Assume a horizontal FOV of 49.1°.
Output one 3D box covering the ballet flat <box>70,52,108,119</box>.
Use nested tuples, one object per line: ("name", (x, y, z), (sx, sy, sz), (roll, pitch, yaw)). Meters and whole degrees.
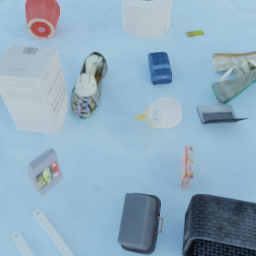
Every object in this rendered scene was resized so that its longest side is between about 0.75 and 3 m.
("ballet flat", (-1.340, -1.606, 9.398), (1.020, 1.020, 2.837), (6, 50, 5))

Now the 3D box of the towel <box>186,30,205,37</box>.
("towel", (2.897, -4.046, 12.044), (0.750, 0.068, 0.323), (-10, 56, -10))

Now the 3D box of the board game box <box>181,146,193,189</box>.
("board game box", (1.556, 1.039, 7.351), (0.210, 0.686, 0.906), (6, 49, 5))

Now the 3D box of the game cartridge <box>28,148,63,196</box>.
("game cartridge", (-1.955, 1.085, 6.613), (0.232, 1.136, 0.756), (33, 54, 29))

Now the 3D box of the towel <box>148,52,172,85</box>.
("towel", (1.145, -2.177, 10.105), (0.760, 0.330, 1.360), (-6, 60, 2))

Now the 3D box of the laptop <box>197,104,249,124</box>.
("laptop", (2.868, -0.491, 8.627), (1.138, 0.704, 1.215), (-3, 50, -3))

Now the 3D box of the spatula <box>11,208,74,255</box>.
("spatula", (-1.858, 3.137, 5.897), (1.934, 0.223, 2.782), (-37, 59, -26))

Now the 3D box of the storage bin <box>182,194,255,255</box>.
("storage bin", (2.259, 2.251, 5.867), (2.059, 1.392, 0.966), (10, 51, 8))

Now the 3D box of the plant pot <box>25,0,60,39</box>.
("plant pot", (-3.588, -4.532, 11.655), (1.484, 1.484, 1.313), (-4, 61, -3))

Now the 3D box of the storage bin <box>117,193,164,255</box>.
("storage bin", (0.261, 2.040, 6.097), (0.957, 0.883, 1.315), (5, 69, 15))

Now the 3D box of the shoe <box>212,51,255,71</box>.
("shoe", (4.289, -2.445, 10.375), (2.432, 0.850, 0.649), (-2, 93, -5))

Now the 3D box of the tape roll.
("tape roll", (0.774, -4.966, 11.910), (2.087, 1.433, 2.087), (0, 49, 0))

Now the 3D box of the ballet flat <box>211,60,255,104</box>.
("ballet flat", (4.001, -1.796, 9.450), (2.924, 0.985, 0.931), (-30, 85, -21))

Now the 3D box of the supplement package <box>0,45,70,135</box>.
("supplement package", (-2.652, -1.036, 8.083), (1.346, 2.220, 1.329), (7, 50, 6))

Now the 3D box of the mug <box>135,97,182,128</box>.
("mug", (0.892, -0.335, 8.179), (0.936, 1.169, 0.960), (52, 29, 13))
